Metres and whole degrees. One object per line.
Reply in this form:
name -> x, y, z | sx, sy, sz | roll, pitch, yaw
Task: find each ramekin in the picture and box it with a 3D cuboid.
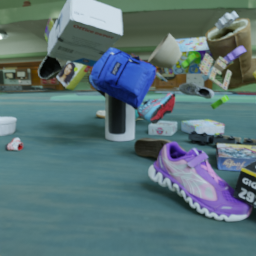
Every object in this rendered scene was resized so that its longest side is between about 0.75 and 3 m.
ramekin -> -5.546, -0.054, 12.081 | 1.386, 0.646, 1.386 | 1, 11, 0

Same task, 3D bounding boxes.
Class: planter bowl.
planter bowl -> 0.938, -1.761, 6.744 | 0.547, 0.813, 0.813 | 35, 6, -10

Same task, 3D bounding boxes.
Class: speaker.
speaker -> -0.314, -1.032, 10.982 | 1.206, 2.970, 1.206 | 1, 11, 0

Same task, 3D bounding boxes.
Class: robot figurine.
robot figurine -> 1.355, -3.167, 15.558 | 0.908, 1.253, 0.365 | 41, 9, 19

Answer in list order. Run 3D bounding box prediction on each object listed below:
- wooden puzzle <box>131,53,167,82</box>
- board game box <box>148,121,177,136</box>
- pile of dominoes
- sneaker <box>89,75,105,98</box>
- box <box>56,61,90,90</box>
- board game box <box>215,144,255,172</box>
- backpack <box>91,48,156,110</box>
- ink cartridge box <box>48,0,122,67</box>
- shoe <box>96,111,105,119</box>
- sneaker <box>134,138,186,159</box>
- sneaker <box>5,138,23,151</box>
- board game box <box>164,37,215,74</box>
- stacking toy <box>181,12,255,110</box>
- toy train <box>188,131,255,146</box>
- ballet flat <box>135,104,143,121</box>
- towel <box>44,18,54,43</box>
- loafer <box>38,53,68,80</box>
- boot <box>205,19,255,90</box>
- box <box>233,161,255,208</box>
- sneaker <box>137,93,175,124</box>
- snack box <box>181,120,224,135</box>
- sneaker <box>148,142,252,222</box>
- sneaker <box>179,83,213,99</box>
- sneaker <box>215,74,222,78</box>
wooden puzzle -> 0.895, -2.493, 11.803 | 1.377, 0.163, 2.321 | 33, 13, -26
board game box -> 1.552, 0.003, 12.372 | 1.003, 0.437, 1.359 | 3, 10, 20
pile of dominoes -> 2.456, -1.622, 7.729 | 0.940, 0.192, 1.206 | 35, 43, -1
sneaker -> -0.920, -2.421, 12.222 | 1.132, 1.087, 2.885 | -34, 35, 29
box -> -1.673, -2.174, 9.607 | 0.664, 1.764, 0.442 | 46, 14, 21
board game box -> 3.648, 0.866, 7.886 | 2.218, 0.384, 1.503 | 3, 11, 15
backpack -> -0.209, -1.774, 9.216 | 1.916, 1.557, 1.607 | 28, -5, 8
ink cartridge box -> -1.108, -2.306, 6.929 | 1.281, 0.751, 1.749 | 8, -20, -30
shoe -> -0.583, -0.991, 16.821 | 2.737, 0.730, 0.957 | -3, 11, -14
sneaker -> 1.086, 0.617, 8.256 | 0.800, 0.746, 2.117 | -6, 13, -36
sneaker -> -3.818, 0.580, 9.686 | 0.478, 0.298, 0.892 | 2, 14, 5
board game box -> 2.417, -2.770, 10.833 | 1.973, 1.016, 1.035 | 6, 45, 32
stacking toy -> 3.045, -2.031, 9.121 | 0.652, 2.092, 2.775 | -28, -9, -35
toy train -> 3.473, 0.509, 9.651 | 2.952, 0.504, 0.676 | 9, 2, 43
ballet flat -> 0.324, -0.799, 15.649 | 0.944, 0.944, 2.718 | 6, 12, 31
towel -> -3.128, -3.873, 11.147 | 0.098, 0.863, 0.620 | -1, 49, -38
loafer -> -2.320, -2.594, 10.184 | 2.660, 1.000, 0.927 | -40, 19, 21
boot -> 4.194, -2.609, 9.713 | 2.454, 0.927, 2.803 | -23, -37, 15
box -> 3.513, 1.096, 5.027 | 2.664, 0.657, 2.127 | -10, 27, -43
sneaker -> 0.772, -0.649, 7.601 | 0.695, 0.577, 1.454 | 22, 34, 28
snack box -> 3.262, -0.020, 12.338 | 1.442, 0.488, 1.216 | -5, 12, -17
sneaker -> 1.356, 0.930, 5.410 | 2.146, 0.949, 0.863 | 27, 23, 36
sneaker -> 3.313, -1.861, 13.616 | 1.694, 0.633, 0.694 | 13, 1, 15
sneaker -> 4.217, -2.919, 12.555 | 0.696, 1.634, 0.637 | 10, 53, -1
